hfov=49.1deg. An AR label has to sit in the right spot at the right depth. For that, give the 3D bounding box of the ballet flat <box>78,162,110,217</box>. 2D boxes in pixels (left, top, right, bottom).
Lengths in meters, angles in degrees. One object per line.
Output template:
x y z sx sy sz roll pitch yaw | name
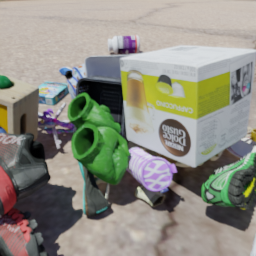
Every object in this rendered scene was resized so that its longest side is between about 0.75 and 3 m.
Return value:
-0.824 1.268 6.743 0.675 0.671 1.973 -8 41 -10 | ballet flat

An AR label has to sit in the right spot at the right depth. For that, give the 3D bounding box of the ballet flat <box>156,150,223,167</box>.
2.046 0.599 7.848 2.617 0.923 0.854 -14 67 -16 | ballet flat

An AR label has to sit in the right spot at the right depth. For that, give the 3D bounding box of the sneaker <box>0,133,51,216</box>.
-2.561 0.593 5.768 1.431 1.036 2.930 -22 32 -34 | sneaker

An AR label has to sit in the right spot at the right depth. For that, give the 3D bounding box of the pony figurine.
-2.389 -0.184 8.613 1.672 1.392 1.614 12 4 -9 | pony figurine

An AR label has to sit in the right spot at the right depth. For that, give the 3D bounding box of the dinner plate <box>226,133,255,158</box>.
3.630 0.584 8.316 1.608 0.195 1.608 0 31 0 | dinner plate

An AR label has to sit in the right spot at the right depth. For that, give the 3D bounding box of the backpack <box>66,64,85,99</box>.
-1.452 -1.441 10.136 1.414 1.749 1.836 -23 38 -23 | backpack

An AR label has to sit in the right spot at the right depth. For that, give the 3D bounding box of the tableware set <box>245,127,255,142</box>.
4.694 0.121 8.701 2.368 0.363 1.595 -9 31 -26 | tableware set

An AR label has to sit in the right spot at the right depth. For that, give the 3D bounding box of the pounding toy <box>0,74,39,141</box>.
-3.683 -0.570 7.375 2.041 2.217 1.576 20 33 9 | pounding toy

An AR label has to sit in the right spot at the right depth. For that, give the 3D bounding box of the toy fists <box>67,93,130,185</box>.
-0.660 0.206 6.735 0.903 1.339 2.627 -35 37 8 | toy fists

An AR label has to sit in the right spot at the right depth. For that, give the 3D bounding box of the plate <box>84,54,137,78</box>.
-0.072 -1.073 8.886 2.499 2.504 0.405 -7 21 -12 | plate

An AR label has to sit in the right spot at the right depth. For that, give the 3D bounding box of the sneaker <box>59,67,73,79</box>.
-2.977 -2.655 13.545 1.106 0.424 0.615 18 26 16 | sneaker

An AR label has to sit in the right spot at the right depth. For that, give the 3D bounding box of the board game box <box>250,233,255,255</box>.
3.094 2.286 5.256 1.330 0.365 2.107 17 35 25 | board game box

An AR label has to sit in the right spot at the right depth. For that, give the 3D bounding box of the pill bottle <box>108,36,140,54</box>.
-0.265 -4.999 16.891 1.865 1.048 1.048 -4 31 -6 | pill bottle

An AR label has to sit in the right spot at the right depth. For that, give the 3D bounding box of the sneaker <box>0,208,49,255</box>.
-2.578 1.961 5.249 2.685 0.949 1.312 23 37 37 | sneaker

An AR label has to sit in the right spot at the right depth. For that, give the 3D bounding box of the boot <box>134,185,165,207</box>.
0.646 1.485 6.621 0.836 0.301 0.646 -30 34 -32 | boot

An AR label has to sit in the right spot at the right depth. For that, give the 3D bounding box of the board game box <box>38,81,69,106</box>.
-3.259 -1.463 11.605 1.149 0.357 1.521 8 32 13 | board game box

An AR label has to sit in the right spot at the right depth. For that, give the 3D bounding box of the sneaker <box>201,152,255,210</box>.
2.395 1.105 6.347 1.006 0.922 2.362 -8 1 39 | sneaker

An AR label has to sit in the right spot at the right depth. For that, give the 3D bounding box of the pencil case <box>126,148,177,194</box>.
0.428 0.895 6.567 0.782 0.768 1.830 -27 12 -12 | pencil case

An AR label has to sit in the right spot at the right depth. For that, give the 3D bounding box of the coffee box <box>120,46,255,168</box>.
1.427 -0.708 6.893 2.249 2.224 2.246 -22 29 -36 | coffee box

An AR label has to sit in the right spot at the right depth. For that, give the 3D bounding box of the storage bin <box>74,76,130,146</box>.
-0.664 -0.360 7.881 1.402 2.074 0.972 9 16 12 | storage bin
